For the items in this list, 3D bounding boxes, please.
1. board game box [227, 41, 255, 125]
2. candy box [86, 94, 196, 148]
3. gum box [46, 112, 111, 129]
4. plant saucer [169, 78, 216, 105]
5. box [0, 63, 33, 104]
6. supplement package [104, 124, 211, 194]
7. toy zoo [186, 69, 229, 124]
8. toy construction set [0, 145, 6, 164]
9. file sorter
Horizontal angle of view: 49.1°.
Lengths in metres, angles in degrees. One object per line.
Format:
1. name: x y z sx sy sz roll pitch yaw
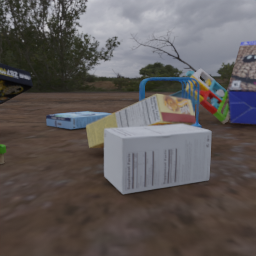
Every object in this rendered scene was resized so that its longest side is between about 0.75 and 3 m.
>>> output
1. board game box: 4.751 -1.554 9.262 2.323 1.411 2.914 5 47 28
2. candy box: 0.191 -0.059 5.244 1.815 0.502 1.048 -22 -15 40
3. gum box: -1.591 -0.279 9.305 1.434 0.376 1.688 8 11 44
4. plant saucer: 2.909 -1.482 12.789 2.521 0.881 0.239 -23 21 -15
5. box: -3.853 -1.019 7.219 2.114 0.519 1.704 -20 -13 22
6. supplement package: 0.398 0.383 4.007 1.347 0.738 0.766 -4 10 -22
7. toy zoo: 2.833 -1.256 9.856 1.361 2.075 0.212 -54 5 -39
8. toy construction set: -2.869 0.004 4.747 1.645 1.264 1.372 4 10 22
9. file sorter: 1.235 -0.854 9.213 1.763 1.558 2.540 1 9 0
